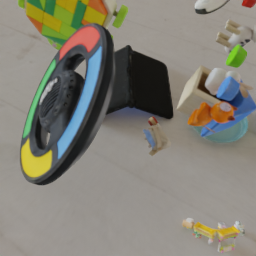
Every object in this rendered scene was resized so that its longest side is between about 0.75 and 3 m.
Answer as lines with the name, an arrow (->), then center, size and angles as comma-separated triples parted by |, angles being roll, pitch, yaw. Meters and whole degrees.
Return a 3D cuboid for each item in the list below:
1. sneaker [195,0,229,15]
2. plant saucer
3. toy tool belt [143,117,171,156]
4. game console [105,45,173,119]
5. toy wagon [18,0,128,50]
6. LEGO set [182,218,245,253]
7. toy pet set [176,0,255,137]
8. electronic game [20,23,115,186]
sneaker -> 1.556, -2.659, 4.719 | 1.421, 0.818, 0.536 | -45, 40, 0
plant saucer -> 2.565, -0.199, 7.990 | 1.610, 0.221, 1.610 | 0, 53, 0
toy tool belt -> 0.485, 0.162, 5.602 | 0.474, 0.482, 0.772 | -32, 55, 6
game console -> 0.051, -1.223, 8.754 | 2.163, 1.431, 2.459 | -20, 49, 23
toy wagon -> -1.341, -2.427, 6.215 | 2.188, 2.820, 0.558 | 27, 64, -11
LEGO set -> 1.844, 2.330, 6.041 | 1.318, 0.491, 0.606 | 0, 18, 6
toy pet set -> 1.875, -0.647, 4.894 | 1.284, 2.258, 2.418 | 27, 60, -3
electronic game -> -1.172, -0.458, 4.883 | 0.606, 2.912, 2.912 | 23, 45, -33
